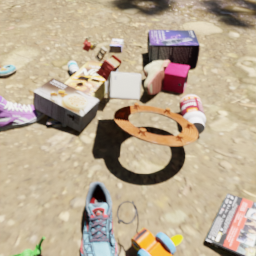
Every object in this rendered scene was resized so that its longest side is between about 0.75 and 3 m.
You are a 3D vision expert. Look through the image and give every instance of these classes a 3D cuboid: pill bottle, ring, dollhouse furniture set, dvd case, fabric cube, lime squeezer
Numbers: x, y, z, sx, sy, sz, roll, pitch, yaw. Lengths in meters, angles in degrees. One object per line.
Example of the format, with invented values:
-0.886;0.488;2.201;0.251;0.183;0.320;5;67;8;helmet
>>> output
-2.607;-2.811;13.388;0.454;0.454;0.819;-14;45;-14;pill bottle
2.424;-0.480;10.532;0.865;0.865;1.532;0;43;1;pill bottle
0.904;-0.215;8.992;2.759;0.265;2.759;9;26;-4;ring
-1.173;-2.702;10.864;1.716;0.698;0.923;39;33;-1;dollhouse furniture set
3.422;2.708;7.143;2.355;0.259;1.719;12;42;34;dvd case
2.119;-2.196;12.370;0.934;0.919;0.937;13;45;14;fabric cube
-2.491;3.090;6.970;1.415;0.500;0.267;-28;60;14;lime squeezer

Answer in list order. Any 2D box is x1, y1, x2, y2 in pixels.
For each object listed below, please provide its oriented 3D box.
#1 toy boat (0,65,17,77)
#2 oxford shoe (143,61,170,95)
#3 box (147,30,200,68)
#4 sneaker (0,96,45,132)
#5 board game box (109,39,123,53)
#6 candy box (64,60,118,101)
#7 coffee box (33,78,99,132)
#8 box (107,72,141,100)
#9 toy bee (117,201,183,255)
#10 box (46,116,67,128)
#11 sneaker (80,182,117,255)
-5.950;-2.838;13.381;1.073;0.499;0.902;25;49;25;toy boat
1.098;-2.264;12.528;1.005;0.964;2.723;11;34;19;oxford shoe
2.199;-3.973;14.055;2.410;1.257;1.783;-1;42;0;box
-4.241;-0.674;10.461;2.229;1.271;0.808;-20;45;-22;sneaker
-0.620;-4.464;15.231;0.650;0.395;0.816;5;43;6;board game box
-1.635;-1.933;12.205;1.526;0.731;2.644;16;45;17;candy box
-2.361;-0.903;10.679;2.139;0.853;1.223;27;43;11;coffee box
-0.193;-1.320;9.151;0.940;0.770;1.980;3;5;-6;box
0.611;2.894;6.778;1.545;1.283;2.360;-13;70;-17;toy bee
-2.706;-0.277;10.809;0.785;0.190;0.622;-1;43;-2;box
-0.820;2.419;7.165;0.935;1.126;2.357;-6;43;-7;sneaker
